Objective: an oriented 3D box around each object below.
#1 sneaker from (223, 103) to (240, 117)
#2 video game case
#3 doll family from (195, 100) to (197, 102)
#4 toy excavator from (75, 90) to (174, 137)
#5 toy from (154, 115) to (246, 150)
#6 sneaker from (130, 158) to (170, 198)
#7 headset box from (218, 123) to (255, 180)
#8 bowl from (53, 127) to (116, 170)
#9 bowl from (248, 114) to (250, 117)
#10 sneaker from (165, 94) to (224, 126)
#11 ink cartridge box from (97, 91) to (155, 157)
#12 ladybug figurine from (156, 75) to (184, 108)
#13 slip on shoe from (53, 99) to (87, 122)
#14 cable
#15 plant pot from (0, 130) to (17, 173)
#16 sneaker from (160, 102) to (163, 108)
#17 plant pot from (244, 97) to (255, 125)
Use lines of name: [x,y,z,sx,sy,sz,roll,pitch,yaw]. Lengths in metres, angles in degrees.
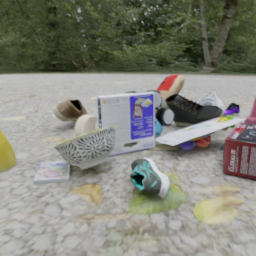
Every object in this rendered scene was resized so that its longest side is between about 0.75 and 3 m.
sneaker: [5.188,-0.951,14.257,1.370,0.681,0.476,-9,18,-33]
video game case: [-1.980,1.152,7.427,0.841,0.106,1.175,-3,15,-9]
doll family: [3.533,-0.904,13.769,0.629,0.866,1.395,-38,2,26]
toy excavator: [-0.076,-0.145,9.601,1.450,2.822,2.902,5,56,48]
toy: [2.393,0.282,9.344,2.700,0.637,1.554,-21,9,-15]
sneaker: [0.327,1.075,6.502,0.707,0.602,1.551,9,9,-24]
headset box: [3.861,0.650,7.484,2.692,1.040,2.003,7,16,30]
bowl: [-1.014,0.610,7.425,1.721,0.808,1.721,-20,-4,-1]
bowl: [6.474,-0.687,12.817,1.957,0.918,1.957,-1,14,0]
sneaker: [2.559,-0.769,11.329,2.409,1.280,0.901,-4,40,48]
ink cartridge box: [-0.021,-0.150,8.851,1.849,1.867,0.405,-8,14,-25]
ladybug figurine: [2.019,-1.818,14.466,1.019,1.923,2.833,32,48,7]
slip on shoe: [-2.325,-0.852,12.343,0.817,1.025,2.696,-40,-8,13]
cable: [3.395,-0.700,11.978,0.491,1.418,1.418,29,37,-42]
plant pot: [-3.961,0.555,7.790,1.510,1.072,1.510,0,15,0]
sneaker: [0.967,-0.832,12.499,0.641,0.545,1.405,29,-38,-24]
plant pot: [5.419,-0.773,9.349,2.754,2.465,2.754,3,6,0]
